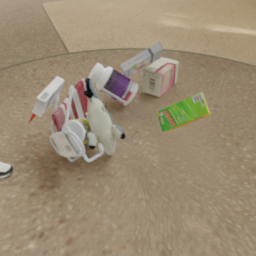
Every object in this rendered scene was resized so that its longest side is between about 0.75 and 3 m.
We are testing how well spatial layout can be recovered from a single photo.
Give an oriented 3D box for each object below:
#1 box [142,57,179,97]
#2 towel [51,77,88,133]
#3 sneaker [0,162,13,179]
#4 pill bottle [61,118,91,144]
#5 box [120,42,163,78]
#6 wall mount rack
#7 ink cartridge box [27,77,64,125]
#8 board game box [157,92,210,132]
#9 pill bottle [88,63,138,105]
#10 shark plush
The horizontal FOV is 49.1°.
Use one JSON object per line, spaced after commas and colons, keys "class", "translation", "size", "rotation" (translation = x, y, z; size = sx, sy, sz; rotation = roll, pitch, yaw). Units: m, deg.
{"class": "box", "translation": [1.675, -2.641, 14.436], "size": [1.079, 1.267, 1.981], "rotation": [21, 42, 26]}
{"class": "towel", "translation": [-2.081, -0.590, 10.929], "size": [0.285, 1.808, 2.510], "rotation": [8, 43, 17]}
{"class": "sneaker", "translation": [-4.746, 1.327, 9.668], "size": [1.537, 0.615, 0.567], "rotation": [6, 36, 5]}
{"class": "pill bottle", "translation": [-1.689, 0.125, 10.418], "size": [0.933, 0.933, 1.632], "rotation": [13, 9, 17]}
{"class": "box", "translation": [0.612, -3.093, 13.008], "size": [2.017, 0.415, 1.572], "rotation": [-29, -2, 1]}
{"class": "wall mount rack", "translation": [-1.979, 0.013, 9.495], "size": [1.034, 2.411, 2.774], "rotation": [-34, 13, -30]}
{"class": "ink cartridge box", "translation": [-2.986, -0.939, 10.242], "size": [0.359, 1.414, 1.604], "rotation": [29, 40, -6]}
{"class": "board game box", "translation": [1.759, -0.472, 9.090], "size": [1.653, 0.248, 0.789], "rotation": [-22, 65, 25]}
{"class": "pill bottle", "translation": [-0.718, -2.048, 12.904], "size": [2.143, 1.194, 1.194], "rotation": [29, 33, -18]}
{"class": "shark plush", "translation": [-1.178, -0.350, 10.091], "size": [1.290, 1.183, 2.840], "rotation": [-31, 86, 0]}
